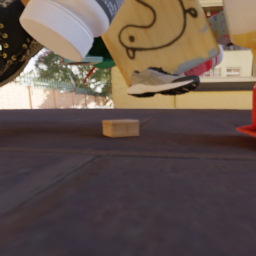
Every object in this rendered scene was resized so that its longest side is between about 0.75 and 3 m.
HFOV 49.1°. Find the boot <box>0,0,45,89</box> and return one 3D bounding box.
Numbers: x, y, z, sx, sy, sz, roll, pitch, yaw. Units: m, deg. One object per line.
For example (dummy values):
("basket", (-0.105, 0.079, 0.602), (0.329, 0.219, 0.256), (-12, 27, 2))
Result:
("boot", (-2.449, -1.744, 5.399), (0.643, 1.782, 1.346), (20, -25, 37))

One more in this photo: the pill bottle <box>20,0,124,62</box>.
("pill bottle", (-0.760, -2.693, 5.184), (1.499, 2.633, 1.499), (28, -7, 4))

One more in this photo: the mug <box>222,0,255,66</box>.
("mug", (3.512, -2.667, 6.616), (2.183, 2.660, 2.130), (-12, -7, 20))

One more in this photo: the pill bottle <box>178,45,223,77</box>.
("pill bottle", (2.156, -2.476, 10.630), (2.558, 1.436, 1.436), (-30, 10, -8))

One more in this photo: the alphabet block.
("alphabet block", (0.791, -2.868, 8.217), (2.676, 2.739, 2.690), (-26, 12, 14))

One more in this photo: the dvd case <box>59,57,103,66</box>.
("dvd case", (-1.276, -1.725, 7.312), (0.942, 0.142, 1.290), (-6, 11, -19))

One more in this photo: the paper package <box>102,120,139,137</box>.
("paper package", (-0.211, -0.003, 7.704), (0.825, 0.427, 0.786), (-3, 6, -26))

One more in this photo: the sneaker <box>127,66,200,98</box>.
("sneaker", (0.772, -1.137, 6.670), (1.917, 0.760, 0.708), (3, -2, 38))

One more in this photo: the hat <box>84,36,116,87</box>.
("hat", (-1.252, -3.459, 12.032), (2.679, 2.219, 2.358), (-33, 10, -8))

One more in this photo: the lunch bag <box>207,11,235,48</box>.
("lunch bag", (3.454, -3.210, 9.112), (1.542, 0.980, 1.307), (-2, 2, -26))

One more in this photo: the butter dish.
("butter dish", (3.920, -0.870, 6.083), (2.818, 2.089, 2.826), (-11, 2, 8))
